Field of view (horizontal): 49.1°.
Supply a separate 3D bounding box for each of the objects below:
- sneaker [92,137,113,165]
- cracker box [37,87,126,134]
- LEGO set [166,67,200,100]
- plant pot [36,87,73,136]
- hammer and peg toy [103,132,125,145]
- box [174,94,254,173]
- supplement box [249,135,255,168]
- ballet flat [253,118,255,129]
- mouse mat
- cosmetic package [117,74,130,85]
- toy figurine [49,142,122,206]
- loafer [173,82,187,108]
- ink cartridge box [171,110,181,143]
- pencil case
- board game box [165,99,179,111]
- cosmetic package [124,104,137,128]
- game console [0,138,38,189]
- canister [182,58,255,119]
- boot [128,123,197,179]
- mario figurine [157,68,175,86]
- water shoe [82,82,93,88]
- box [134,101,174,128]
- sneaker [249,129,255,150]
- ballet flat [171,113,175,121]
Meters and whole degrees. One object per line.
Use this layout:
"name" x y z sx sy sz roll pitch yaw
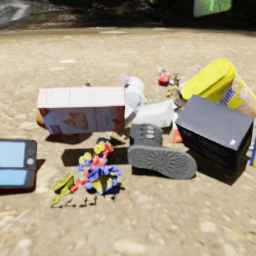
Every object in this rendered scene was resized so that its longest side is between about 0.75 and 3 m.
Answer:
"sneaker" -0.850 0.830 9.885 0.643 0.566 1.441 2 34 1
"cracker box" -1.353 -0.496 8.728 2.520 1.688 0.727 -1 62 -3
"LEGO set" 3.483 -2.399 15.200 2.845 1.649 2.188 7 27 14
"plant pot" -2.472 -0.519 10.816 1.245 1.779 1.779 29 33 11
"hammer and peg toy" -0.663 0.182 10.920 0.810 0.388 1.102 28 9 -39
"box" 2.751 0.198 8.888 1.998 2.032 1.193 28 77 30
"supplement box" 5.206 0.823 9.186 2.029 1.105 1.111 15 30 28
"ballet flat" 3.996 -0.070 8.987 0.324 0.945 0.298 36 71 -5
"mouse mat" 3.313 -5.642 10.970 0.086 2.294 1.846 -7 13 -35
"cosmetic package" -0.213 -2.369 13.695 0.420 0.355 0.787 42 24 0
"toy figurine" -0.950 1.621 7.901 2.271 1.360 1.198 -39 26 18
"loafer" 2.347 -1.225 12.010 0.933 1.067 2.969 -28 -4 12
"ink cartridge box" 2.608 -0.249 11.392 1.651 0.514 2.052 -12 23 25
"pencil case" 0.233 -1.687 14.226 1.308 1.199 2.884 -15 24 6
"board game box" 2.044 -1.063 13.969 0.758 0.208 1.201 27 40 34
"cosmetic package" -0.290 -0.539 10.978 0.882 0.544 0.885 -44 59 -1
"game console" -3.778 1.024 8.506 1.853 1.597 1.100 3 -13 -15
"canister" 3.466 -0.996 10.077 1.887 2.541 1.100 -38 31 26
"boot" 1.102 0.675 9.926 2.275 0.906 2.760 17 14 -2
"mario figurine" 2.437 -3.286 17.835 1.137 0.976 1.841 4 24 9
"water shoe" -1.903 -1.948 14.934 0.457 1.280 0.505 27 79 34
"box" 1.107 -0.506 11.865 1.402 0.678 1.237 -11 23 26
"sneaker" 4.667 -0.189 11.175 0.925 1.015 2.475 -1 32 -11
"ballet flat" 1.849 -0.434 12.667 0.956 0.332 0.332 -12 28 -19
